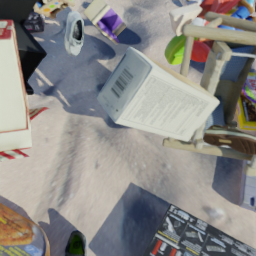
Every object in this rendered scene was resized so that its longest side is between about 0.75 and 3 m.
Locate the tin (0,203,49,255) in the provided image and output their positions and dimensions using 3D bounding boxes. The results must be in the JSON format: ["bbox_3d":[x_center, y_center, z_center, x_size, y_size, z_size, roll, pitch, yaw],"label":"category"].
[{"bbox_3d":[-2.899,2.583,6.329,2.405,0.504,1.347,23,50,17],"label":"tin"}]

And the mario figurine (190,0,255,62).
[{"bbox_3d":[2.107,-2.286,6.714,1.700,0.901,1.049,-33,90,12],"label":"mario figurine"}]

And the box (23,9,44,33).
[{"bbox_3d":[-4.291,-4.959,12.092,1.145,0.995,1.734,-8,50,-5],"label":"box"}]

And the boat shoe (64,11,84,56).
[{"bbox_3d":[-1.064,-1.813,5.616,0.339,0.972,0.346,-16,54,-25],"label":"boat shoe"}]

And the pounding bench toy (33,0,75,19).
[{"bbox_3d":[-2.667,-4.659,9.424,1.154,0.919,1.480,-17,84,29],"label":"pounding bench toy"}]

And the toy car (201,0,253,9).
[{"bbox_3d":[4.664,-6.328,12.668,2.259,2.168,2.451,17,40,26],"label":"toy car"}]

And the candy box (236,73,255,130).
[{"bbox_3d":[4.206,-0.924,9.249,1.260,0.326,2.465,6,51,2],"label":"candy box"}]

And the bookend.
[{"bbox_3d":[-2.900,-2.654,6.976,2.621,2.637,1.215,49,24,12],"label":"bookend"}]

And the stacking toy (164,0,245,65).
[{"bbox_3d":[1.906,-3.247,7.553,2.706,2.989,1.263,-31,71,-3],"label":"stacking toy"}]

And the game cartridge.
[{"bbox_3d":[4.184,1.638,7.126,2.477,0.475,1.605,15,49,12],"label":"game cartridge"}]

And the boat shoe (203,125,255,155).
[{"bbox_3d":[1.837,0.140,4.764,1.050,0.388,0.388,15,48,27],"label":"boat shoe"}]

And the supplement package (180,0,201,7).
[{"bbox_3d":[2.016,-4.369,9.364,0.480,0.462,0.844,-32,82,7],"label":"supplement package"}]

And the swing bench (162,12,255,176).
[{"bbox_3d":[2.330,-0.620,5.523,2.626,2.612,1.703,20,37,22],"label":"swing bench"}]

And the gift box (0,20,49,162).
[{"bbox_3d":[-2.888,-0.655,5.381,2.554,2.385,2.357,-5,30,-13],"label":"gift box"}]

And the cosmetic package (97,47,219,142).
[{"bbox_3d":[0.548,-0.449,4.539,1.864,0.981,0.663,16,27,-45],"label":"cosmetic package"}]

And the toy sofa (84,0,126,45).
[{"bbox_3d":[-0.585,-3.246,8.598,0.675,1.630,0.796,-42,79,13],"label":"toy sofa"}]

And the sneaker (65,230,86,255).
[{"bbox_3d":[-1.167,2.934,5.913,0.548,0.640,1.545,-2,51,0],"label":"sneaker"}]

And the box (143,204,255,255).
[{"bbox_3d":[1.558,3.072,5.802,2.531,0.630,1.996,25,55,19],"label":"box"}]
